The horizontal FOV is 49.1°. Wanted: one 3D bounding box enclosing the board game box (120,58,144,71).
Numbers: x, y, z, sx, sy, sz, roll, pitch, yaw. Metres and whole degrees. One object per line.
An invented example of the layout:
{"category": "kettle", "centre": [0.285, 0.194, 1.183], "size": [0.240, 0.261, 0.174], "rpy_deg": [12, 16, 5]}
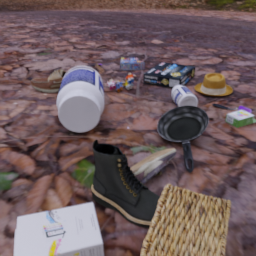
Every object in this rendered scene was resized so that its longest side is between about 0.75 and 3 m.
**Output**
{"category": "board game box", "centre": [0.248, -3.692, 16.209], "size": [1.391, 0.429, 1.392], "rpy_deg": [2, 28, 2]}

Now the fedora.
{"category": "fedora", "centre": [3.945, -2.044, 12.848], "size": [1.843, 0.752, 1.843], "rpy_deg": [0, 28, 0]}

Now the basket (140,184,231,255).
{"category": "basket", "centre": [0.993, 2.014, 4.861], "size": [1.232, 1.181, 1.654], "rpy_deg": [12, 43, 16]}

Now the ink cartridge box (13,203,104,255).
{"category": "ink cartridge box", "centre": [-1.177, 2.123, 4.896], "size": [1.374, 1.012, 0.994], "rpy_deg": [-8, 30, -14]}

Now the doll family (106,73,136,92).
{"category": "doll family", "centre": [-0.280, -2.054, 13.176], "size": [1.456, 0.656, 0.904], "rpy_deg": [-17, 36, 5]}

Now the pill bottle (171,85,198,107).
{"category": "pill bottle", "centre": [2.217, -1.223, 11.309], "size": [0.776, 0.776, 1.398], "rpy_deg": [-4, 29, -7]}

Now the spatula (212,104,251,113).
{"category": "spatula", "centre": [4.074, -0.770, 11.110], "size": [1.492, 0.153, 0.422], "rpy_deg": [14, 49, 28]}

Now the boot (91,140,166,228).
{"category": "boot", "centre": [0.086, 1.204, 6.080], "size": [2.173, 1.503, 0.842], "rpy_deg": [13, 31, 21]}

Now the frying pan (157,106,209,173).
{"category": "frying pan", "centre": [1.964, 0.201, 8.713], "size": [1.669, 0.449, 2.760], "rpy_deg": [-27, 41, -4]}

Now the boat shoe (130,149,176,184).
{"category": "boat shoe", "centre": [0.715, 1.012, 7.428], "size": [1.688, 0.547, 0.607], "rpy_deg": [-23, 3, -43]}

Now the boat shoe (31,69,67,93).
{"category": "boat shoe", "centre": [-3.087, -2.203, 12.855], "size": [2.806, 1.007, 1.063], "rpy_deg": [2, 29, 4]}

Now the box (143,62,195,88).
{"category": "box", "centre": [2.145, -2.700, 14.240], "size": [1.915, 0.554, 2.410], "rpy_deg": [15, 32, 25]}

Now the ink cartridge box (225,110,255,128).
{"category": "ink cartridge box", "centre": [4.170, -0.369, 10.202], "size": [1.111, 0.329, 0.577], "rpy_deg": [-14, 31, -24]}

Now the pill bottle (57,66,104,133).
{"category": "pill bottle", "centre": [-1.689, -1.087, 10.116], "size": [1.647, 1.647, 2.846], "rpy_deg": [-3, 28, -5]}

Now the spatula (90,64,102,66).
{"category": "spatula", "centre": [-1.897, -3.747, 16.677], "size": [0.783, 0.080, 0.221], "rpy_deg": [-17, 33, -28]}
